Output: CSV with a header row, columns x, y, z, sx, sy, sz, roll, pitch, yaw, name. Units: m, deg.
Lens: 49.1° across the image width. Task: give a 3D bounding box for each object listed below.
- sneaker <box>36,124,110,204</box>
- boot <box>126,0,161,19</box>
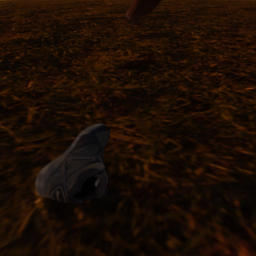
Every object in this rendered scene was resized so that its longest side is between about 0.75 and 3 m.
x,y,z,sx,sy,sz,roll,pitch,yaw,name
-0.730,0.746,5.881,1.269,0.847,2.216,15,36,21,sneaker
0.537,-3.849,8.004,0.918,2.110,2.537,51,48,2,boot
